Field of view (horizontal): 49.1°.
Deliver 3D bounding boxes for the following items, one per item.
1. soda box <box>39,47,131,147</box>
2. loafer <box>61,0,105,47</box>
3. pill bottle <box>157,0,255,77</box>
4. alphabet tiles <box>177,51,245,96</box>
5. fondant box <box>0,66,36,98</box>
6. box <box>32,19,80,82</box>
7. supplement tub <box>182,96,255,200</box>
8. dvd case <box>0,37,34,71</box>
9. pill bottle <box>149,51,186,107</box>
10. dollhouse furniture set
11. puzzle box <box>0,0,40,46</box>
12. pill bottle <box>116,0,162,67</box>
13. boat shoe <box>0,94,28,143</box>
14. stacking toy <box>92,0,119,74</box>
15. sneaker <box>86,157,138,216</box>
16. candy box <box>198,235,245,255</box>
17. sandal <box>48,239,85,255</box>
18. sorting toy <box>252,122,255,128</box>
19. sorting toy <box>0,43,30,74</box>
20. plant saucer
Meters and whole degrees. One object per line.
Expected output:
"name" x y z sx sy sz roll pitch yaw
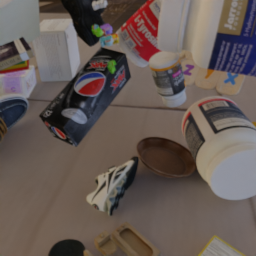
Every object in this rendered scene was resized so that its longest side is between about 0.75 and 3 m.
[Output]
"soda box" -0.782 -0.676 5.663 0.659 0.736 2.080 22 62 25
"loafer" -1.193 -3.409 7.913 0.966 2.844 0.998 43 83 13
"pill bottle" 1.914 -1.735 4.807 2.634 1.576 1.576 11 35 11
"alphabet tiles" 2.351 -2.129 6.889 2.707 2.648 0.198 19 -5 32
"fondant box" -4.426 -1.681 10.011 1.892 0.764 2.623 -4 22 -11
"box" -2.960 -3.311 11.825 1.371 2.097 2.086 -2 33 1
"supplement tub" 2.268 0.388 6.642 1.589 1.589 2.265 -2 33 -3
"dvd case" -2.208 -0.862 4.023 1.660 0.133 1.234 -28 32 -12
"pill bottle" 0.880 -1.032 5.997 0.647 1.112 0.647 -15 38 12
"dollhouse furniture set" -0.088 2.044 4.676 1.209 0.985 1.150 -27 42 -35
"puzzle box" -2.486 -1.808 5.352 0.251 1.313 1.974 38 60 4
"pill bottle" 1.008 -3.370 9.041 2.730 1.532 1.532 -37 31 27
"boat shoe" -3.769 0.067 7.789 1.283 1.000 2.826 26 48 33
"stacking toy" -0.390 -1.725 5.222 0.279 0.894 1.186 -13 49 10
"sneaker" -0.324 1.141 6.370 0.762 0.638 1.721 17 36 20
"candy box" 1.940 2.587 4.536 1.749 0.231 0.894 29 40 36
"sandal" -1.040 2.636 4.166 0.869 0.553 2.311 -5 34 -7
"sorting toy" 3.475 -0.040 8.410 1.095 0.585 0.986 18 18 25
"sorting toy" -3.464 -2.236 6.981 2.145 0.746 2.132 -11 65 -2
"plant saucer" 0.934 0.774 7.029 1.571 0.287 1.571 12 29 -6
